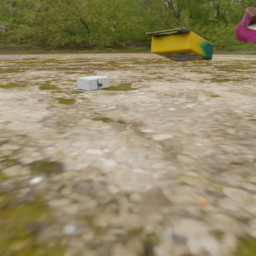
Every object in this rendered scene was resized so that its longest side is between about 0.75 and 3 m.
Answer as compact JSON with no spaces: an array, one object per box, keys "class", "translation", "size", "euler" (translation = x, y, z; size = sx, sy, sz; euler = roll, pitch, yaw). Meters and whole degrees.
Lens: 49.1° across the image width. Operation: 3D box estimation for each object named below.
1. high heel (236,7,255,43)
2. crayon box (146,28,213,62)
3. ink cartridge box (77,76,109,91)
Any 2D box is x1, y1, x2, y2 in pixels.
[{"class":"high heel","translation":[3.393,-2.138,7.096],"size":[0.656,0.936,1.947],"euler":[-8,55,-6]},{"class":"crayon box","translation":[1.382,-2.119,7.366],"size":[1.102,0.452,1.752],"euler":[6,4,37]},{"class":"ink cartridge box","translation":[-1.587,-2.061,12.767],"size":[0.874,0.505,1.205],"euler":[15,23,40]}]
